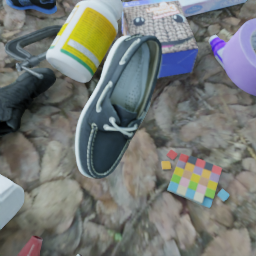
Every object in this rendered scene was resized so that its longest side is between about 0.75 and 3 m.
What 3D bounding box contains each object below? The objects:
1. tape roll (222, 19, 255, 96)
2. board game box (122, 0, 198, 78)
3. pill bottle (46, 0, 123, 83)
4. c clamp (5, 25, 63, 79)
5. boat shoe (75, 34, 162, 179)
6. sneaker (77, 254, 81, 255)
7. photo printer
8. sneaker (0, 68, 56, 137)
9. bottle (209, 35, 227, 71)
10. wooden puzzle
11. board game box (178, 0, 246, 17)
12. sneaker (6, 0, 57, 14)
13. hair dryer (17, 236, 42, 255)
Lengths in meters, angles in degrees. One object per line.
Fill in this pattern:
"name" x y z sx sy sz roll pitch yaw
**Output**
"tape roll" 4.001 -2.087 8.350 2.158 0.917 2.158 6 66 -13
"board game box" 0.914 -2.870 8.951 1.868 1.135 2.343 -10 62 -6
"pill bottle" -1.199 -2.797 8.402 1.449 1.449 2.570 25 81 13
"c clamp" -2.511 -2.513 8.863 2.428 0.385 2.842 25 49 25
"boat shoe" -0.144 -0.302 4.290 0.904 0.721 2.390 13 93 -33
"sneaker" -0.985 3.227 6.108 0.342 0.319 0.862 -34 60 -7
"photo printer" -4.109 1.664 6.130 2.797 0.971 2.327 19 44 24
"sneaker" -3.249 -0.512 7.861 2.918 0.876 1.522 -24 64 -7
"bottle" 3.112 -2.444 9.110 0.566 0.443 1.356 -27 63 0
"wooden puzzle" 1.709 1.312 7.230 1.877 0.132 1.113 21 63 11
"board game box" 2.720 -5.612 10.768 2.748 0.596 2.735 -16 62 -9
"sneaker" -3.593 -4.766 10.206 1.988 0.774 0.697 11 62 6
"hair dryer" -2.690 2.939 5.864 1.964 0.534 1.496 -26 92 -17
